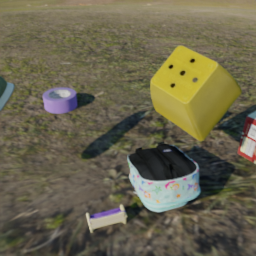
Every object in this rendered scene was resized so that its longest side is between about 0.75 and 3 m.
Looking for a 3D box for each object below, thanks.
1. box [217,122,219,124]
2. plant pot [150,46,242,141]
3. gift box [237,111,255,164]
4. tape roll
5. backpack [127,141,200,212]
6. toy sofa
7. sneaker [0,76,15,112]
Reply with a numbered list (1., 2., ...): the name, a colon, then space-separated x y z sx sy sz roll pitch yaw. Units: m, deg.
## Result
1. box: 2.885 -0.721 12.578 1.434 0.801 2.032 -25 40 -30
2. plant pot: 1.604 -1.031 7.220 1.777 1.567 1.777 39 89 32
3. gift box: 5.253 0.154 10.006 2.006 1.982 2.148 -23 44 -29
4. tape roll: -3.323 -1.356 13.709 1.574 0.669 1.574 0 31 0
5. backpack: 1.033 1.453 8.086 1.872 1.588 2.109 -11 14 -14
6. toy sofa: -0.592 2.431 7.682 1.053 0.514 0.436 -10 33 -15
7. sneaker: -4.011 -0.489 7.389 0.789 1.057 2.354 -6 56 40
